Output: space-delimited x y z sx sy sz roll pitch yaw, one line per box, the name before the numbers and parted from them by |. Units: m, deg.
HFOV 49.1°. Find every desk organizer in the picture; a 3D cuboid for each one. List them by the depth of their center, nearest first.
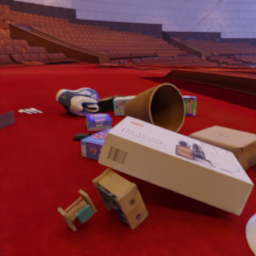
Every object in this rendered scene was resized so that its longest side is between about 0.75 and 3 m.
desk organizer | -5.340 -0.302 11.538 0.511 0.549 1.425 4 17 13

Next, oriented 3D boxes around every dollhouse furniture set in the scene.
dollhouse furniture set | -0.439 1.566 5.180 1.228 0.861 0.866 -37 35 -25

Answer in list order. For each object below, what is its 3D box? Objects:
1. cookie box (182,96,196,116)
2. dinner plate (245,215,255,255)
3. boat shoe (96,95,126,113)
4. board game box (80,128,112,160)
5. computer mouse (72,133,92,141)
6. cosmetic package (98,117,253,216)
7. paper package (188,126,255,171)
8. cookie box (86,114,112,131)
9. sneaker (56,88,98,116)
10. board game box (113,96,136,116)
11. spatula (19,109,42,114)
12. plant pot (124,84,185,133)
cookie box | 2.708 -1.047 13.440 1.052 0.900 0.395 2 13 8
dinner plate | 3.282 1.922 4.621 2.470 0.299 2.470 1 17 0
boat shoe | -0.941 -1.285 14.462 2.104 0.796 0.777 -10 17 -33
board game box | -0.051 0.595 8.568 2.334 0.523 1.569 10 19 30
computer mouse | -1.619 0.295 10.129 0.812 0.214 0.563 -9 20 -28
cosmetic package | 1.034 0.665 6.356 2.912 0.752 2.196 19 11 6
paper package | 2.821 0.573 8.144 1.509 0.819 1.583 -15 21 -41
cookie box | -1.218 -0.234 11.418 0.958 0.421 1.120 -3 16 -11
sneaker | -1.993 -1.179 13.979 2.024 1.114 2.764 29 21 32
board game box | 0.128 -1.080 13.471 1.520 0.797 0.783 -3 15 8
spatula | -4.927 -0.819 14.129 1.183 0.095 0.822 17 18 42
plant pot | 0.828 -0.681 10.992 1.908 1.908 2.048 -14 10 -38
